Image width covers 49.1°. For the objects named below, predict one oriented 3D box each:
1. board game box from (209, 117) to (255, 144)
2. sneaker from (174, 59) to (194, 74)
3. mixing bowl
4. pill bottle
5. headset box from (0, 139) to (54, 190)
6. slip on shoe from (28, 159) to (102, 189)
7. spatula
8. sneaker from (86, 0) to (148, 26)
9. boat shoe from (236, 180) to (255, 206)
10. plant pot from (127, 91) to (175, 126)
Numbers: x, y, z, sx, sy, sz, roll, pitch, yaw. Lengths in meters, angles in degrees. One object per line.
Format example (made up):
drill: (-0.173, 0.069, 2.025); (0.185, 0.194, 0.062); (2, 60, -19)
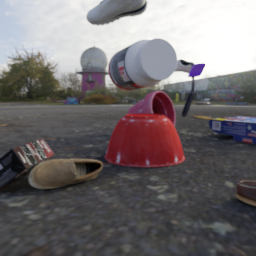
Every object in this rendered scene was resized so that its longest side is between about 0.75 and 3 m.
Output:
board game box: (5.950, 0.024, 13.231); (2.985, 0.921, 2.987); (-5, 8, -33)
sneaker: (2.641, -3.248, 14.409); (1.776, 0.629, 0.649); (13, 50, 31)
mixing bowl: (0.529, 0.285, 9.225); (2.656, 1.439, 2.656); (-1, 7, 0)
pill bottle: (0.355, -1.825, 8.221); (1.335, 1.335, 2.305); (-3, 5, -22)
headset box: (-2.467, 0.821, 6.459); (1.052, 0.546, 1.414); (-36, -2, 13)
slip on shoe: (-1.369, 1.005, 6.398); (1.715, 0.652, 0.519); (3, -21, -38)
spatula: (2.730, -1.661, 11.985); (0.268, 2.610, 0.738); (26, -14, -40)
sneaker: (-0.354, -2.965, 6.716); (1.597, 0.610, 0.643); (-11, -24, 20)
boat shoe: (3.083, 1.136, 5.022); (2.200, 0.774, 0.774); (4, 11, 37)
plant pot: (1.131, -0.678, 15.031); (1.980, 2.213, 2.213); (-14, -4, 41)
